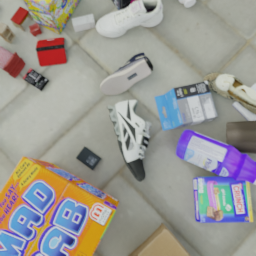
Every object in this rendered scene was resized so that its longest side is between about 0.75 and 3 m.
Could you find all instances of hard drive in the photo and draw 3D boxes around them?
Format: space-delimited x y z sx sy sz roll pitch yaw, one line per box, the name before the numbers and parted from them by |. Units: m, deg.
hard drive | -1.461 1.124 10.329 0.780 0.128 0.544 35 81 6
hard drive | 5.052 -0.616 10.601 1.224 0.235 1.856 -42 82 -7

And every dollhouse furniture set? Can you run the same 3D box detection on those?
dollhouse furniture set | -4.357 -3.387 10.713 1.393 1.053 2.589 30 81 5

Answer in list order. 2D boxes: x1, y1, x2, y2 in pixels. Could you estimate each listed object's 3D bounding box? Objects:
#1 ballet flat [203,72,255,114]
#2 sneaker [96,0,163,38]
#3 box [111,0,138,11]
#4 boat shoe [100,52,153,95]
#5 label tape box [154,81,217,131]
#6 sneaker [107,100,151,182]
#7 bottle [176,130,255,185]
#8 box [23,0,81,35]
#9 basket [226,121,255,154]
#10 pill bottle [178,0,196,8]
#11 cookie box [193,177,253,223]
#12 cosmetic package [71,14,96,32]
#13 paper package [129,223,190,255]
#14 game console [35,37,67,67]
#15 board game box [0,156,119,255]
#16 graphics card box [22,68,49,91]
ballet flat | 4.004 -1.397 10.235 2.594 0.977 0.880 35 87 13
sneaker | 0.029 -4.365 10.758 2.716 1.353 1.017 -18 81 -2
box | 0.299 -5.960 10.950 2.340 1.546 1.342 -33 81 -6
boat shoe | -0.077 -2.064 10.697 2.175 0.812 1.008 -23 35 15
label tape box | 2.122 -0.801 10.443 1.976 0.626 1.425 -13 80 -3
sneaker | 0.297 0.365 9.910 1.319 1.105 2.981 -19 80 6
bottle | 3.108 1.050 9.525 2.919 1.219 0.953 23 65 17
box | -2.817 -4.962 10.629 1.143 1.805 1.874 27 80 5
basket | 4.409 0.323 9.758 1.875 1.691 1.275 0 79 20
pill bottle | 2.271 -5.569 11.297 0.735 0.735 1.327 -18 80 -3
cookie box | 3.276 2.492 9.781 1.812 0.681 1.550 -1 78 -1
cosmetic package | -1.768 -4.174 11.168 0.865 0.466 0.367 -13 80 -4
paper package | 1.156 4.554 9.238 1.836 0.997 1.927 -41 83 -7
game console | -3.028 -3.030 11.134 1.110 0.659 0.956 -8 48 -2
board game box | -2.258 2.937 8.547 2.927 2.927 2.929 28 81 5
graphics card box | -3.571 -1.866 10.853 0.858 0.218 0.538 32 80 7
